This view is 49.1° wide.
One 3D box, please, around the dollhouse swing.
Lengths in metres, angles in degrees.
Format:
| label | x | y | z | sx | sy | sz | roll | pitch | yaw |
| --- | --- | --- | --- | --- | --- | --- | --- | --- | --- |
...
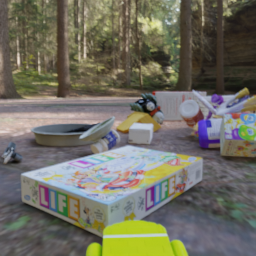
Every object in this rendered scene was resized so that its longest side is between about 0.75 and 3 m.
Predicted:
| label | x | y | z | sx | sy | sz | roll | pitch | yaw |
| --- | --- | --- | --- | --- | --- | --- | --- | --- | --- |
| dollhouse swing | 0.415 | 0.005 | 12.085 | 1.252 | 1.211 | 1.378 | 41 | -9 | -22 |

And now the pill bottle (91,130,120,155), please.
| label | x | y | z | sx | sy | sz | roll | pitch | yaw |
| --- | --- | --- | --- | --- | --- | --- | --- | --- | --- |
| pill bottle | -0.644 | 0.422 | 7.831 | 0.467 | 0.467 | 0.780 | 8 | 36 | 45 |

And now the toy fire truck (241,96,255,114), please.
| label | x | y | z | sx | sy | sz | roll | pitch | yaw |
| --- | --- | --- | --- | --- | --- | --- | --- | --- | --- |
| toy fire truck | 5.376 | -0.648 | 12.100 | 0.527 | 1.525 | 2.163 | 2 | 9 | 4 |

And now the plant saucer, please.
| label | x | y | z | sx | sy | sz | roll | pitch | yaw |
| --- | --- | --- | --- | --- | --- | --- | --- | --- | --- |
| plant saucer | -0.795 | 0.101 | 7.690 | 1.143 | 0.287 | 1.143 | -30 | 9 | 5 |

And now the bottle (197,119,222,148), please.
| label | x | y | z | sx | sy | sz | roll | pitch | yaw |
| --- | --- | --- | --- | --- | --- | --- | --- | --- | --- |
| bottle | 3.188 | 0.111 | 8.470 | 2.081 | 0.869 | 0.679 | -6 | -34 | 12 |

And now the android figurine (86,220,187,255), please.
| label | x | y | z | sx | sy | sz | roll | pitch | yaw |
| --- | --- | --- | --- | --- | --- | --- | --- | --- | --- |
| android figurine | 0.087 | 1.331 | 2.966 | 1.080 | 0.244 | 1.187 | -1 | 9 | -5 |

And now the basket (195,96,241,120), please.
| label | x | y | z | sx | sy | sz | roll | pitch | yaw |
| --- | --- | --- | --- | --- | --- | --- | --- | --- | --- |
| basket | 3.721 | -0.595 | 11.801 | 1.812 | 1.118 | 1.228 | -3 | -20 | 1 |

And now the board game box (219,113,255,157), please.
| label | x | y | z | sx | sy | sz | roll | pitch | yaw |
| --- | --- | --- | --- | --- | --- | --- | --- | --- | --- |
| board game box | 3.345 | 0.202 | 7.386 | 1.668 | 0.859 | 0.875 | 2 | -33 | 11 |

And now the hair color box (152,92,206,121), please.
| label | x | y | z | sx | sy | sz | roll | pitch | yaw |
| --- | --- | --- | --- | --- | --- | --- | --- | --- | --- |
| hair color box | 2.854 | -1.237 | 15.859 | 2.900 | 1.608 | 0.927 | 0 | 8 | -4 |

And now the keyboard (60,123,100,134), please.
| label | x | y | z | sx | sy | sz | roll | pitch | yaw |
| --- | --- | --- | --- | --- | --- | --- | --- | --- | --- |
| keyboard | -1.666 | 0.087 | 9.850 | 1.786 | 0.229 | 1.072 | -11 | 6 | 46 |

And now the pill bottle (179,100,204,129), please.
| label | x | y | z | sx | sy | sz | roll | pitch | yaw |
| --- | --- | --- | --- | --- | --- | --- | --- | --- | --- |
| pill bottle | 2.415 | -0.423 | 10.397 | 0.727 | 0.727 | 1.297 | 5 | -22 | 33 |

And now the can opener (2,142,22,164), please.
| label | x | y | z | sx | sy | sz | roll | pitch | yaw |
| --- | --- | --- | --- | --- | --- | --- | --- | --- | --- |
| can opener | -3.076 | 0.686 | 7.395 | 0.446 | 0.353 | 1.341 | 35 | -5 | -24 |

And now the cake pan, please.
| label | x | y | z | sx | sy | sz | roll | pitch | yaw |
| --- | --- | --- | --- | --- | --- | --- | --- | --- | --- |
| cake pan | -2.115 | 0.215 | 9.860 | 2.495 | 0.458 | 2.495 | 0 | 8 | 0 |

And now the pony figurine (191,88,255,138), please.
| label | x | y | z | sx | sy | sz | roll | pitch | yaw |
| --- | --- | --- | --- | --- | --- | --- | --- | --- | --- |
| pony figurine | 3.210 | -0.532 | 9.821 | 2.308 | 1.922 | 2.228 | -25 | 15 | 16 |

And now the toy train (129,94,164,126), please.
| label | x | y | z | sx | sy | sz | roll | pitch | yaw |
| --- | --- | --- | --- | --- | --- | --- | --- | --- | --- |
| toy train | 0.961 | -0.825 | 13.422 | 1.097 | 1.467 | 2.574 | -40 | 12 | -5 |

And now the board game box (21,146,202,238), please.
| label | x | y | z | sx | sy | sz | roll | pitch | yaw |
| --- | --- | --- | --- | --- | --- | --- | --- | --- | --- |
| board game box | -0.123 | 0.899 | 5.029 | 1.897 | 0.483 | 2.822 | 6 | 10 | 37 |

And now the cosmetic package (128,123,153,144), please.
| label | x | y | z | sx | sy | sz | roll | pitch | yaw |
| --- | --- | --- | --- | --- | --- | --- | --- | --- | --- |
| cosmetic package | 0.462 | 0.188 | 9.789 | 0.741 | 0.533 | 1.313 | 3 | 8 | 7 |
